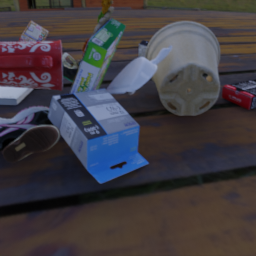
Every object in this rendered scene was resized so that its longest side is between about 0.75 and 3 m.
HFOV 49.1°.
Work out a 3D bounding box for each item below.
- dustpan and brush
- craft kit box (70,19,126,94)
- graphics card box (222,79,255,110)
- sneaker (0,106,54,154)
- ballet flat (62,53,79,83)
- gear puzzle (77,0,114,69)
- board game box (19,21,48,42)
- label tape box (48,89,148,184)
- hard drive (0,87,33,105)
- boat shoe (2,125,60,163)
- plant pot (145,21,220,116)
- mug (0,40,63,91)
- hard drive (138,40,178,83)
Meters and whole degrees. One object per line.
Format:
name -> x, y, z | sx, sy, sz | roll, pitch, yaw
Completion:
dustpan and brush -> 0.431, -1.634, 7.864 | 2.327, 0.666, 1.624 | -55, 24, -12
craft kit box -> -0.998, -1.652, 8.169 | 0.622, 2.533, 2.565 | 28, 34, -7
graphics card box -> 4.645, -1.281, 10.173 | 2.088, 0.531, 1.310 | -15, 31, -24
sneaker -> -2.757, 0.179, 7.317 | 2.241, 0.900, 0.968 | -24, 62, -43
ballet flat -> -2.216, -2.024, 8.730 | 0.861, 0.861, 2.356 | 15, 2, 26
gear puzzle -> -0.988, -2.877, 8.352 | 0.372, 2.843, 1.473 | 29, 52, -5
board game box -> -3.205, -3.135, 9.559 | 0.684, 0.209, 0.903 | 29, 55, -21
label tape box -> -0.597, 0.068, 6.407 | 1.551, 0.716, 2.165 | -15, 51, -42
hard drive -> -4.467, -1.390, 10.670 | 1.324, 0.268, 2.007 | 2, 28, 3
boat shoe -> -2.026, 0.268, 6.052 | 1.482, 0.547, 0.548 | -21, 10, 21
plant pot -> 1.878, -1.783, 9.220 | 2.694, 2.694, 2.466 | 2, 37, 3
mug -> -2.595, -1.647, 6.828 | 1.908, 1.694, 1.273 | -2, 70, -15
hard drive -> 1.329, -2.372, 10.602 | 2.025, 1.415, 0.383 | 24, 53, 20
